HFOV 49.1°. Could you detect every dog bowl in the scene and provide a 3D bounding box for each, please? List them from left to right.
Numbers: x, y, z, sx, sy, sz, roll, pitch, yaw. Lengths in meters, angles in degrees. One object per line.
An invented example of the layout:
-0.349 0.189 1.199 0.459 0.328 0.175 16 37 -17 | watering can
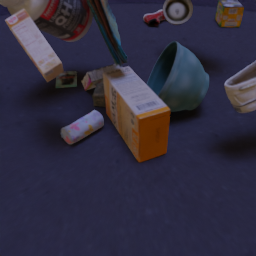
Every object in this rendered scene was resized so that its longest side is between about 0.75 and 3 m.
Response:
1.654 -3.943 9.448 0.988 0.988 0.364 3 3 4 | dog bowl

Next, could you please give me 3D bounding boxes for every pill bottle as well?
-2.103 -3.144 6.962 1.354 1.354 2.445 25 11 27 | pill bottle

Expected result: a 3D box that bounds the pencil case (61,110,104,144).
-1.087 -0.033 6.730 0.481 0.441 1.061 30 48 32 | pencil case

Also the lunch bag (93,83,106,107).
-0.603 -0.962 7.852 0.635 0.455 0.774 5 44 6 | lunch bag

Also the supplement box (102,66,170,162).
0.119 -0.377 6.495 0.743 1.273 2.020 -17 42 -17 | supplement box

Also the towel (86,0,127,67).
-0.656 -3.017 6.610 0.317 2.146 2.926 -20 41 8 | towel

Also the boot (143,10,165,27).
1.445 -4.951 12.718 1.280 0.464 0.924 -18 42 -8 | boot

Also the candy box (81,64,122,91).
-0.755 -1.514 8.292 1.096 0.747 0.334 -22 87 -24 | candy box

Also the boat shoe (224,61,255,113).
2.875 -1.260 5.265 2.324 0.811 0.824 -35 25 13 | boat shoe

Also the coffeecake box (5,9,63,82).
-1.782 -1.554 5.468 0.423 1.157 0.888 -35 6 -9 | coffeecake box

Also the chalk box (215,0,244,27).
4.542 -5.254 12.737 0.890 0.885 1.430 1 39 3 | chalk box

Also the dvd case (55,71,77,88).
-1.943 -1.542 8.836 0.649 0.098 0.888 -5 39 -6 | dvd case

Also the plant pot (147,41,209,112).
1.319 -1.156 7.294 1.200 1.791 1.791 22 38 -13 | plant pot
